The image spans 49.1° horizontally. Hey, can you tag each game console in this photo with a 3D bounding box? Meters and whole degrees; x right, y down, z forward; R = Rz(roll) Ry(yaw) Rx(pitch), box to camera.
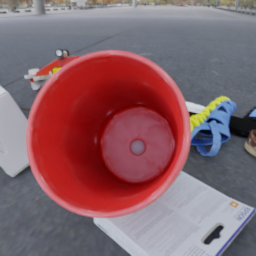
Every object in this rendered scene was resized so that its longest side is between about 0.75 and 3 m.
[{"bbox_3d":[4.568,-0.319,10.434,1.651,0.337,2.800,20,33,33],"label":"game console"}]

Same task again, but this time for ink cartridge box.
[{"bbox_3d":[0.970,1.890,5.946,2.489,0.506,2.494,-24,36,-38],"label":"ink cartridge box"},{"bbox_3d":[-3.867,-0.279,8.073,1.260,2.188,2.998,-39,43,-20],"label":"ink cartridge box"}]

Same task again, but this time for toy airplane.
[{"bbox_3d":[-3.537,-2.397,13.258,2.503,1.766,2.492,-36,10,-31],"label":"toy airplane"}]

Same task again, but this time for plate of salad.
[{"bbox_3d":[2.375,-0.693,10.859,1.812,0.435,1.812,12,14,-3],"label":"plate of salad"}]

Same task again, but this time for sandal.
[{"bbox_3d":[2.706,-0.001,8.948,1.292,1.179,2.967,42,51,19],"label":"sandal"}]

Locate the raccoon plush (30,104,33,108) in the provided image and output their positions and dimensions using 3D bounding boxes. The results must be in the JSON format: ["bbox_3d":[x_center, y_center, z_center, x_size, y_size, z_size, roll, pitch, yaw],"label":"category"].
[{"bbox_3d":[-3.309,-1.063,10.776,0.926,1.383,0.669,4,26,-12],"label":"raccoon plush"}]

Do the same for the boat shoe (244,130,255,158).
[{"bbox_3d":[4.164,0.714,7.955,0.713,0.712,1.977,-9,33,-18],"label":"boat shoe"}]

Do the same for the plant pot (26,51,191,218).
[{"bbox_3d":[-0.092,0.238,5.434,2.726,2.726,2.412,10,-7,18],"label":"plant pot"}]
